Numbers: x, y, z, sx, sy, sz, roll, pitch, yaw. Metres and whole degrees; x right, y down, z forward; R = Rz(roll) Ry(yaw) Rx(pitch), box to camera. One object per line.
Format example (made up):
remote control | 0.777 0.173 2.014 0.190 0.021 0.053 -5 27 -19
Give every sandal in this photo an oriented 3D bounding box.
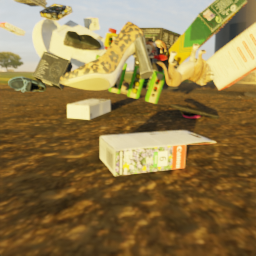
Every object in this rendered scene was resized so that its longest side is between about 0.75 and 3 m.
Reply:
sandal | 3.188 -0.655 13.541 2.349 0.529 0.882 16 19 5

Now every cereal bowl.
cereal bowl | -3.406 -3.616 12.049 0.822 1.973 1.973 -7 8 23

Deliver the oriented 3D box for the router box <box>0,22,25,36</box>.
router box | -4.663 -3.978 11.297 0.797 0.195 0.715 17 2 -44

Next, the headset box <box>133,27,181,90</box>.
headset box | 1.266 -2.715 11.638 1.159 2.499 2.176 12 15 32

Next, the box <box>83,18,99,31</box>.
box | -1.613 -4.557 12.293 0.426 0.500 0.782 -18 29 -22

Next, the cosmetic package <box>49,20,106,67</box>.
cosmetic package | -1.541 -3.027 11.037 2.701 1.000 1.373 29 45 -1

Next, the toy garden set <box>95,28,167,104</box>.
toy garden set | 0.094 -2.082 9.681 2.542 2.119 0.507 14 25 -4

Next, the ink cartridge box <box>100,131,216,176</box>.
ink cartridge box | 0.700 0.568 7.085 2.607 0.656 1.420 -3 12 -19

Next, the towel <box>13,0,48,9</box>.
towel | -3.070 -4.044 8.757 0.778 0.402 0.940 10 7 28

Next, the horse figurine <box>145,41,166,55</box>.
horse figurine | 0.986 -2.788 9.599 0.779 0.516 0.194 0 33 44

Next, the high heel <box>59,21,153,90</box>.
high heel | -0.676 -1.963 7.489 2.457 1.751 0.877 -11 -20 -7

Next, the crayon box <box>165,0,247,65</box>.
crayon box | 2.515 -3.291 9.634 1.786 0.715 2.813 -42 1 -17

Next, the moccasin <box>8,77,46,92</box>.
moccasin | -3.836 -1.665 10.791 1.399 0.563 0.477 -6 36 -33

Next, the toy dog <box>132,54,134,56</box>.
toy dog | -0.001 -4.247 14.664 1.779 1.241 1.725 -20 -22 -19

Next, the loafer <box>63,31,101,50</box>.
loafer | -1.640 -3.033 9.991 1.410 0.513 0.510 8 -34 -35

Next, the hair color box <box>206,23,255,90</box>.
hair color box | 4.297 -2.680 10.510 0.820 1.359 2.677 -21 -9 -39

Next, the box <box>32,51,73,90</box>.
box | -2.436 -1.853 9.106 0.930 0.914 0.576 21 -8 3

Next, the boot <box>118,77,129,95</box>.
boot | -0.644 -2.825 12.603 2.749 2.010 0.966 23 17 11

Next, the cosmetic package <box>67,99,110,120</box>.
cosmetic package | -1.947 -1.027 14.477 1.173 0.720 2.843 3 12 17

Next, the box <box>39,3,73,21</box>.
box | -2.635 -4.224 10.200 0.976 0.241 0.780 23 52 30

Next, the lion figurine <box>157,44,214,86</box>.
lion figurine | 1.795 -1.778 8.855 2.214 1.356 0.802 -18 46 -21
